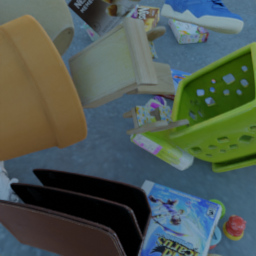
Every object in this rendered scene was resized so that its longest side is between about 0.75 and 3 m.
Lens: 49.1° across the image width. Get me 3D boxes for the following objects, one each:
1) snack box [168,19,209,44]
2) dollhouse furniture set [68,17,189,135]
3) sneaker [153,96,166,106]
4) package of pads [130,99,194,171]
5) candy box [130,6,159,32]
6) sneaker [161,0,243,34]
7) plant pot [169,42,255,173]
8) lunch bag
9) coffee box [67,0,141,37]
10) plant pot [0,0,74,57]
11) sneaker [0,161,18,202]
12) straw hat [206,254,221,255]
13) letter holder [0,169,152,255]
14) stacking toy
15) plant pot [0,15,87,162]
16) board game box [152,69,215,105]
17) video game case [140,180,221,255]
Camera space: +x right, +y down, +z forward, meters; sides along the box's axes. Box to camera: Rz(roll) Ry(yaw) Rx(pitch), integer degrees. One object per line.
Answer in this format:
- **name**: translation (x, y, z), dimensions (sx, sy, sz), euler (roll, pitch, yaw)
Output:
- **snack box**: translation (2.677, -4.505, 12.615), dimensions (1.301, 0.485, 1.829), euler (-7, 49, -7)
- **dollhouse furniture set**: translation (0.365, -1.160, 5.904), dimensions (2.605, 1.695, 2.393), euler (-6, 82, -47)
- **sneaker**: translation (0.712, -0.522, 8.844), dimensions (0.630, 0.652, 1.562), euler (-17, 33, 43)
- **package of pads**: translation (1.100, 0.206, 7.974), dimensions (1.836, 0.626, 1.419), euler (30, 52, -4)
- **candy box**: translation (0.523, -4.725, 12.696), dimensions (1.339, 0.648, 2.295), euler (12, 51, 14)
- **sneaker**: translation (1.989, -3.422, 7.213), dimensions (1.067, 1.546, 2.779), euler (5, 25, -31)
- **plant pot**: translation (2.797, -0.308, 7.419), dimensions (2.447, 2.231, 2.459), euler (-25, 34, 39)
- **lunch bag**: translation (-0.692, -4.911, 12.103), dimensions (1.972, 0.948, 2.459), euler (-12, 40, 38)
- **coffee box**: translation (-0.375, -4.470, 8.900), dimensions (2.831, 1.619, 1.129), euler (-41, 23, 20)
- **plant pot**: translation (-2.433, -2.648, 7.330), dimensions (1.716, 2.556, 2.556), euler (36, 55, 1)
- **sneaker**: translation (-3.235, 1.373, 7.388), dimensions (0.854, 0.558, 1.485), euler (-5, 54, -5)
- **straw hat**: translation (1.772, 3.472, 5.168), dimensions (2.543, 1.076, 2.543), euler (0, 48, 0)
- **letter holder**: translation (-1.175, 1.632, 5.787), dimensions (2.859, 2.032, 1.438), euler (5, 48, 21)
- **stacking toy**: translation (2.065, 2.192, 6.668), dimensions (1.219, 0.515, 1.103), euler (-16, 51, -14)
- **plant pot**: translation (-2.333, -0.560, 5.632), dimensions (1.934, 2.763, 2.763), euler (-28, 54, -19)
- **board game box**: translation (1.688, -1.577, 10.169), dimensions (2.771, 0.270, 1.427), euler (17, 52, 15)
- **video game case**: translation (0.886, 2.250, 6.383), dimensions (1.956, 0.444, 1.773), euler (13, 49, 29)
